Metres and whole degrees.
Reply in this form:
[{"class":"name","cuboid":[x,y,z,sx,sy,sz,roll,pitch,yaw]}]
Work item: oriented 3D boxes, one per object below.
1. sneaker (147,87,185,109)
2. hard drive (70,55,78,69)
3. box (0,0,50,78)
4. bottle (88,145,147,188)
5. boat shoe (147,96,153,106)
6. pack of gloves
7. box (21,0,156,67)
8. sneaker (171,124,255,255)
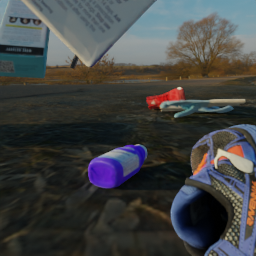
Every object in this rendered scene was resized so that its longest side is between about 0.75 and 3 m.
[{"class":"sneaker","cuboid":[1.465,-1.037,11.279,1.252,0.849,2.167,-11,-5,-6]},{"class":"hard drive","cuboid":[-1.969,-2.661,10.580,0.176,0.650,0.931,20,22,-15]},{"class":"box","cuboid":[-2.371,-2.172,6.510,0.998,0.596,2.426,1,49,-12]},{"class":"bottle","cuboid":[-0.071,0.489,3.977,0.488,0.381,1.168,6,12,27]},{"class":"boat shoe","cuboid":[1.599,-1.269,12.762,1.599,0.597,0.742,-3,19,-13]},{"class":"pack of gloves","cuboid":[2.466,-0.570,9.903,2.693,0.531,2.262,0,-5,9]},{"class":"box","cuboid":[-0.444,-2.243,3.493,2.144,1.971,1.125,-43,17,7]},{"class":"sneaker","cuboid":[0.827,0.548,2.336,0.991,0.952,2.527,-5,8,2]}]
